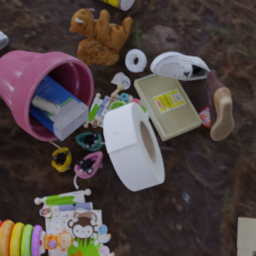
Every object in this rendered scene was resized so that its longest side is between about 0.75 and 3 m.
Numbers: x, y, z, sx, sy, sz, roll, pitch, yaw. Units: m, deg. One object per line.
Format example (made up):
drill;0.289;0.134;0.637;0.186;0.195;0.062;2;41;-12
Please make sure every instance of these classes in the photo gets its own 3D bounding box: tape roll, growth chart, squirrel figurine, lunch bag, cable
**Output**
tape roll;0.232;0.575;8.763;0.934;2.669;2.669;-20;69;15
growth chart;-0.324;-0.547;10.596;2.368;0.210;1.713;12;68;4
growth chart;-1.693;3.466;9.017;2.153;0.264;2.976;-15;70;-7
squirrel figurine;-1.246;-3.459;10.737;2.036;1.544;2.182;16;86;-26
lunch bag;3.032;-0.468;10.467;0.828;0.339;0.730;-31;66;-13
cable;0.291;-2.470;10.360;0.811;0.281;0.811;3;100;33

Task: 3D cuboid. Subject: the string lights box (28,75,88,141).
string lights box;-2.783;-0.885;9.893;2.586;0.762;1.329;38;59;15

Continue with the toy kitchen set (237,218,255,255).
toy kitchen set;4.735;3.863;8.055;1.945;2.385;2.151;26;64;-34

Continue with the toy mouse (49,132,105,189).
toy mouse;-1.380;0.928;9.481;2.354;0.513;2.649;-23;39;-4

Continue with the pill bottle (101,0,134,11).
pill bottle;-0.857;-6.131;12.185;2.299;1.256;1.256;28;71;11

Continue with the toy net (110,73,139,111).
toy net;-0.133;-1.323;10.623;1.097;0.404;2.092;-2;65;0

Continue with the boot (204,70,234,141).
boot;3.163;-0.771;9.985;0.760;2.101;1.748;-6;46;-1

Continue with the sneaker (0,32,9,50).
sneaker;-5.954;-3.225;11.321;0.777;0.801;2.194;44;64;6

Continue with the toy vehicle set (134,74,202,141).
toy vehicle set;1.467;-0.937;10.571;1.598;0.341;2.572;-20;70;-14

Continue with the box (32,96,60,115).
box;-2.623;-0.715;8.984;0.829;0.341;0.284;23;76;-3

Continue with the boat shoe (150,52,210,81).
boat shoe;2.023;-2.196;10.321;2.525;0.929;0.825;-10;45;-29

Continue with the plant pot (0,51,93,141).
plant pot;-3.101;-1.374;9.700;2.604;2.910;2.910;28;71;27

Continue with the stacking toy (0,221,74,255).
stacking toy;-3.070;3.507;8.466;2.796;1.534;1.622;0;67;-9
